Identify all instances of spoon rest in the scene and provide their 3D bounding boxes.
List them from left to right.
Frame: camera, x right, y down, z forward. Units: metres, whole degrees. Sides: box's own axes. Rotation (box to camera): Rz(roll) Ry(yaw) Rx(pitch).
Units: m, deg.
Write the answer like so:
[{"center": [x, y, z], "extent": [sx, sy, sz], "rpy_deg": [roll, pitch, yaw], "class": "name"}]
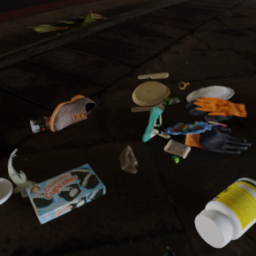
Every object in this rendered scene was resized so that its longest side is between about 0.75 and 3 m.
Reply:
[{"center": [-4.124, 2.289, 8.320], "extent": [1.086, 0.662, 2.185], "rpy_deg": [2, 37, -11], "class": "spoon rest"}]

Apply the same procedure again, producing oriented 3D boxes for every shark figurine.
[{"center": [-3.610, 1.533, 9.269], "extent": [0.886, 1.483, 0.619], "rpy_deg": [-36, -2, 7], "class": "shark figurine"}]

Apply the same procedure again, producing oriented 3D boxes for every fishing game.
[{"center": [2.375, -0.054, 11.183], "extent": [2.638, 0.410, 1.889], "rpy_deg": [-10, 10, -12], "class": "fishing game"}]

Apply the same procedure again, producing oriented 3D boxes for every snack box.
[{"center": [-1.969, 2.025, 8.930], "extent": [2.140, 0.397, 1.243], "rpy_deg": [-21, 41, -26], "class": "snack box"}]

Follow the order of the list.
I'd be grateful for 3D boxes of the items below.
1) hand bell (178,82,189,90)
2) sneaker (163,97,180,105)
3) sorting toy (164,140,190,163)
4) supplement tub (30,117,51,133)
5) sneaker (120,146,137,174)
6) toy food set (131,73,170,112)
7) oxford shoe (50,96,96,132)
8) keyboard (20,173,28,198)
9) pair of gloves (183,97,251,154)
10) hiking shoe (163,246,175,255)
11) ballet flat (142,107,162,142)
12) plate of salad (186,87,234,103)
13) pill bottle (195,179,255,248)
[{"center": [3.046, -2.298, 14.921], "extent": [0.396, 0.396, 0.761], "rpy_deg": [27, 31, 32], "class": "hand bell"}, {"center": [2.086, -1.242, 13.480], "extent": [0.801, 0.312, 0.341], "rpy_deg": [-4, 43, 9], "class": "sneaker"}, {"center": [1.798, 0.905, 10.623], "extent": [0.837, 0.167, 1.132], "rpy_deg": [22, 37, 19], "class": "sorting toy"}, {"center": [-3.607, -0.144, 11.720], "extent": [0.857, 0.525, 0.525], "rpy_deg": [-16, 39, -17], "class": "supplement tub"}, {"center": [0.043, 1.188, 10.090], "extent": [0.548, 0.511, 1.450], "rpy_deg": [35, 22, -13], "class": "sneaker"}, {"center": [1.107, -1.582, 13.603], "extent": [1.798, 0.523, 2.604], "rpy_deg": [-1, 49, 18], "class": "toy food set"}, {"center": [-2.348, -0.641, 12.071], "extent": [0.958, 0.936, 2.627], "rpy_deg": [15, 39, 21], "class": "oxford shoe"}, {"center": [-3.511, 1.909, 9.393], "extent": [0.306, 0.058, 1.089], "rpy_deg": [-23, 42, -20], "class": "keyboard"}, {"center": [3.587, -0.181, 11.343], "extent": [2.517, 0.349, 2.825], "rpy_deg": [7, 53, 8], "class": "pair of gloves"}, {"center": [1.112, 3.647, 6.489], "extent": [0.591, 0.688, 1.587], "rpy_deg": [-13, 38, -15], "class": "hiking shoe"}, {"center": [0.976, -0.061, 10.923], "extent": [0.518, 1.472, 0.496], "rpy_deg": [18, 10, 11], "class": "ballet flat"}, {"center": [3.919, -1.472, 13.423], "extent": [2.189, 0.526, 2.189], "rpy_deg": [-12, 25, 6], "class": "plate of salad"}, {"center": [2.907, 2.356, 7.834], "extent": [2.013, 1.150, 1.150], "rpy_deg": [-25, 43, -30], "class": "pill bottle"}]
